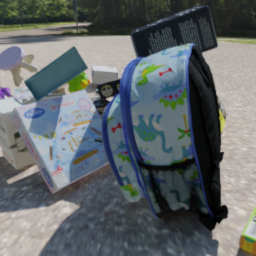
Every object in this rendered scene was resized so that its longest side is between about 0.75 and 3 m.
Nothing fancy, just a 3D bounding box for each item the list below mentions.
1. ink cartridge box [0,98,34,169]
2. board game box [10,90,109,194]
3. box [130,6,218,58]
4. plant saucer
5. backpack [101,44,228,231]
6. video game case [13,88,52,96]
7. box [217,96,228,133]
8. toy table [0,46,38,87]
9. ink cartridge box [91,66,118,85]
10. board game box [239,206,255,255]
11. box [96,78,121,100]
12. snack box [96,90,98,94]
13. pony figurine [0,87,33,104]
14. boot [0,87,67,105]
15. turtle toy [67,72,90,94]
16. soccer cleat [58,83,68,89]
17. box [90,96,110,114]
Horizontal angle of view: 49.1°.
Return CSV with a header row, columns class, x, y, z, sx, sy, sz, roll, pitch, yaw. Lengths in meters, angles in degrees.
class,x,y,z,sx,sy,sz,roll,pitch,yaw
ink cartridge box,-2.834,0.114,6.971,0.625,1.486,1.084,-22,31,-35
board game box,-1.359,0.204,6.538,1.972,1.967,0.406,-23,-11,-44
box,1.184,-2.462,7.705,2.068,1.079,1.530,-18,21,11
plant saucer,-1.784,-1.305,6.904,1.749,0.611,0.166,-27,12,24
backpack,0.688,0.007,5.336,2.046,2.784,2.548,-6,27,20
video game case,-4.174,-1.460,12.221,1.549,0.187,1.699,-11,29,-17
box,2.413,-0.229,8.355,0.570,0.856,2.274,-24,8,33
toy table,-4.041,-2.305,10.215,1.517,1.395,0.889,21,-12,39
ink cartridge box,-1.251,-2.782,14.642,1.303,0.729,1.909,3,22,-10
board game box,3.144,1.904,4.199,2.535,0.380,1.211,13,27,35
box,-0.100,-1.536,10.135,1.915,0.583,2.375,-17,7,-1
snack box,-0.913,-1.693,13.116,1.042,0.193,0.606,8,24,19
pony figurine,-3.766,-0.713,8.163,2.348,1.955,2.266,41,1,-23
boot,-3.617,-1.018,10.475,2.705,0.982,2.460,-13,38,-15
turtle toy,-2.214,-1.927,12.280,1.067,1.465,0.740,52,36,11
soccer cleat,-3.003,-2.363,13.163,0.956,0.854,2.464,-39,9,-31
box,-1.260,-0.890,10.986,1.034,0.326,1.311,-13,26,-28
